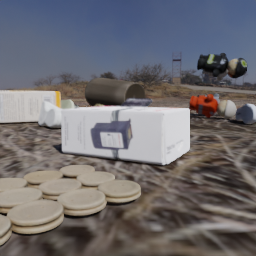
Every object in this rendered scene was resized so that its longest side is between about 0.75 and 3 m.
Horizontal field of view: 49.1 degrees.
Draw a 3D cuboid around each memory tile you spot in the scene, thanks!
[{"bbox_3d":[-0.790,0.614,2.528,1.598,0.134,1.225,-7,10,-40],"label":"memory tile"}]

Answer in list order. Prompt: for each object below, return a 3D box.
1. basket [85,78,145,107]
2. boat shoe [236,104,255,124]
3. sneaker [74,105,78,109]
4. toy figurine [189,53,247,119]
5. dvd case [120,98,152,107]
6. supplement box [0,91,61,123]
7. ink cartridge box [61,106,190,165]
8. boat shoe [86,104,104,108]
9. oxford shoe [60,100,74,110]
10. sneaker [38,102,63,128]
[{"bbox_3d":[-0.528,-1.643,14.411,2.580,1.755,2.326,13,4,44],"label":"basket"},{"bbox_3d":[4.021,-0.466,9.179,0.546,0.633,1.759,2,5,6],"label":"boat shoe"},{"bbox_3d":[-3.480,-1.281,17.004,0.959,0.362,0.552,8,-1,3],"label":"sneaker"},{"bbox_3d":[3.637,-1.637,11.197,1.749,2.514,2.475,13,9,20],"label":"toy figurine"},{"bbox_3d":[-0.077,-0.344,7.223,1.290,0.103,0.959,-45,31,-26],"label":"dvd case"},{"bbox_3d":[-3.851,-0.746,9.640,2.796,1.028,1.762,-3,8,-21],"label":"supplement box"},{"bbox_3d":[0.001,0.039,4.601,1.768,0.746,1.280,4,8,28],"label":"ink cartridge box"},{"bbox_3d":[-0.943,-0.511,9.592,0.598,0.584,1.581,4,8,27],"label":"boat shoe"},{"bbox_3d":[-2.688,-0.858,12.442,0.551,0.717,1.907,38,-10,-27],"label":"oxford shoe"},{"bbox_3d":[-2.075,-0.310,8.262,0.843,0.717,1.904,8,8,-33],"label":"sneaker"}]
